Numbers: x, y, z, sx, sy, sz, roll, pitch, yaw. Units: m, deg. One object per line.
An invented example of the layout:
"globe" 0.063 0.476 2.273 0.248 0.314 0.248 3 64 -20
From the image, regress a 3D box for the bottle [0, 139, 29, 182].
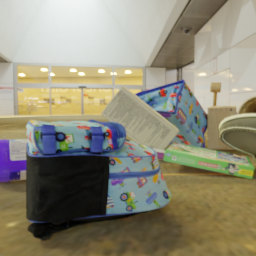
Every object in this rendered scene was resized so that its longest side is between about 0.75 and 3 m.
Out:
"bottle" -1.359 0.560 5.353 2.237 0.730 0.934 -2 -14 -24

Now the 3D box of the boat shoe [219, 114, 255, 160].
"boat shoe" 2.877 0.387 5.165 2.469 0.882 0.738 15 46 24

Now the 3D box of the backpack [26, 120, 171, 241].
"backpack" -0.375 0.506 3.622 1.789 1.203 1.633 0 4 -19

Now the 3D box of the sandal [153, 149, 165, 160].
"sandal" 0.459 0.702 6.953 1.053 0.428 0.259 -3 45 -1

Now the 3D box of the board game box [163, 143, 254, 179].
"board game box" 1.714 0.663 6.036 1.714 0.250 1.153 11 9 17

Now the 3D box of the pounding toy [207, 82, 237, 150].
"pounding toy" 3.307 -0.486 9.567 0.993 2.170 1.907 0 6 22

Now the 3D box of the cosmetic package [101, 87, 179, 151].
"cosmetic package" 0.341 -0.162 7.592 1.900 0.982 0.829 41 10 5

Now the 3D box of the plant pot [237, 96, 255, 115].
"plant pot" 3.494 -0.247 7.165 1.110 1.110 1.016 3 3 38

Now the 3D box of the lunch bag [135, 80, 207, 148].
"lunch bag" 0.998 -0.262 9.280 2.695 1.268 2.029 -5 -37 40
